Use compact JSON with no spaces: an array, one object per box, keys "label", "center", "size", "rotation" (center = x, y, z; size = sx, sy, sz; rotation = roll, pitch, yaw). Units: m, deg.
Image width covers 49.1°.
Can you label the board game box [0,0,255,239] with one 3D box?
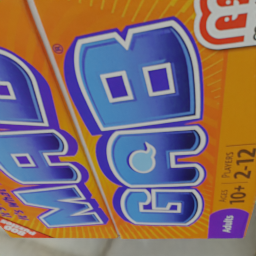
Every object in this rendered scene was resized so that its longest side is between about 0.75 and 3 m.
[{"label":"board game box","center":[-0.208,-0.688,3.452],"size":[2.927,2.927,2.929],"rotation":[-4,43,9]}]
